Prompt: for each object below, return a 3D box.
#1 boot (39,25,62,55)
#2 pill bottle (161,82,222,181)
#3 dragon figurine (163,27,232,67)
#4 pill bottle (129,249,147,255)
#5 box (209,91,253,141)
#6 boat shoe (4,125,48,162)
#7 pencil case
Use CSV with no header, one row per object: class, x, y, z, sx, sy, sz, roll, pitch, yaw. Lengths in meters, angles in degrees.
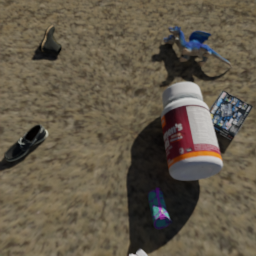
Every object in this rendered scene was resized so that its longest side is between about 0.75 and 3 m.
boot,-3.116,-3.693,11.888,0.890,0.499,1.287,16,76,4
pill bottle,1.945,0.085,9.132,1.619,1.619,2.955,-4,61,-2
dragon figurine,2.862,-3.352,11.427,2.940,0.865,1.461,10,62,7
pill bottle,0.079,3.892,7.641,1.129,0.627,0.627,-39,68,-19
box,3.587,-0.471,10.149,1.257,0.364,1.581,32,66,16
boat shoe,-3.539,0.485,9.530,1.629,0.551,0.585,-39,71,-14
pencil case,0.897,2.361,8.235,0.506,0.550,1.190,4,28,-9
